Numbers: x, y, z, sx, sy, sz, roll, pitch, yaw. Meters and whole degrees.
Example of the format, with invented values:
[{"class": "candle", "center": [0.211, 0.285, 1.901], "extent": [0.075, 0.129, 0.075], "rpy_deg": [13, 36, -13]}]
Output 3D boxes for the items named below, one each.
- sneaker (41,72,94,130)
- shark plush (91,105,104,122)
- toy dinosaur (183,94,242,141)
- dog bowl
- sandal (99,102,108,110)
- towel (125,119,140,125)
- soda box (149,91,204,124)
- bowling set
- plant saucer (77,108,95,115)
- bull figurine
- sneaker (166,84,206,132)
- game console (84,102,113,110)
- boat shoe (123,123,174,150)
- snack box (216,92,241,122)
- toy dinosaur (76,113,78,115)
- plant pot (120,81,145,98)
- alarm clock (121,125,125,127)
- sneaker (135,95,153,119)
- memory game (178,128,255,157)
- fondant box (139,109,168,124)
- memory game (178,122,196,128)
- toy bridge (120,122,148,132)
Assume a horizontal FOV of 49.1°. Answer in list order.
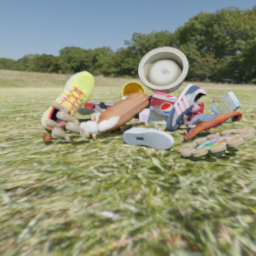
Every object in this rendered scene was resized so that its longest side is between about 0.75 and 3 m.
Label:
[{"class": "sneaker", "center": [-2.103, -0.893, 10.158], "extent": [1.036, 2.651, 1.197], "rpy_deg": [37, 0, -17]}, {"class": "shark plush", "center": [-0.888, -0.235, 11.428], "extent": [0.887, 0.968, 2.130], "rpy_deg": [30, 8, 19]}, {"class": "toy dinosaur", "center": [2.843, -0.115, 9.300], "extent": [1.833, 1.061, 2.020], "rpy_deg": [-5, 42, 20]}, {"class": "dog bowl", "center": [1.574, -2.449, 12.427], "extent": [2.168, 2.168, 0.799], "rpy_deg": [3, -21, 15]}, {"class": "sandal", "center": [-1.055, -0.796, 13.382], "extent": [0.368, 0.978, 0.234], "rpy_deg": [-25, -13, -40]}, {"class": "towel", "center": [-0.338, -0.320, 12.424], "extent": [1.147, 0.182, 1.597], "rpy_deg": [-8, 12, -31]}, {"class": "soda box", "center": [2.007, -0.851, 11.608], "extent": [2.144, 0.750, 0.680], "rpy_deg": [15, 31, 7]}, {"class": "bowling set", "center": [-2.059, 0.024, 8.600], "extent": [0.859, 1.113, 1.600], "rpy_deg": [33, 13, -51]}, {"class": "plant saucer", "center": [-1.938, -0.717, 12.575], "extent": [0.970, 0.243, 0.970], "rpy_deg": [5, -3, 0]}, {"class": "bull figurine", "center": [-0.422, -0.446, 9.501], "extent": [2.476, 0.806, 1.503], "rpy_deg": [-27, 12, -2]}, {"class": "sneaker", "center": [2.114, -0.662, 10.245], "extent": [0.813, 1.983, 0.696], "rpy_deg": [28, -2, 35]}, {"class": "game console", "center": [-1.055, -1.339, 17.104], "extent": [2.760, 0.428, 2.441], "rpy_deg": [9, 14, 35]}, {"class": "boat shoe", "center": [0.682, 0.214, 8.264], "extent": [1.652, 0.610, 0.704], "rpy_deg": [1, 29, 38]}, {"class": "snack box", "center": [4.247, -0.874, 11.975], "extent": [0.232, 0.726, 1.250], "rpy_deg": [-16, -26, -19]}, {"class": "toy dinosaur", "center": [-2.865, -0.800, 13.568], "extent": [0.894, 0.475, 0.270], "rpy_deg": [-7, 10, -19]}, {"class": "plant pot", "center": [0.131, -1.394, 12.426], "extent": [1.081, 1.081, 1.017], "rpy_deg": [-3, -9, -14]}, {"class": "alarm clock", "center": [-0.330, -0.162, 10.638], "extent": [0.956, 0.318, 0.645], "rpy_deg": [-13, -1, 16]}, {"class": "sneaker", "center": [0.787, -1.178, 13.627], "extent": [0.993, 0.824, 2.078], "rpy_deg": [-41, 1, 32]}, {"class": "memory game", "center": [2.253, 0.345, 7.238], "extent": [1.993, 0.127, 1.993], "rpy_deg": [-19, 3, 1]}, {"class": "fondant box", "center": [1.502, -0.598, 12.932], "extent": [1.295, 0.523, 1.795], "rpy_deg": [7, 12, 31]}, {"class": "memory game", "center": [2.536, -0.115, 11.226], "extent": [1.665, 0.106, 1.665], "rpy_deg": [0, 6, 0]}, {"class": "toy bridge", "center": [0.202, -0.064, 10.194], "extent": [1.042, 0.142, 0.350], "rpy_deg": [-12, 19, -17]}]
